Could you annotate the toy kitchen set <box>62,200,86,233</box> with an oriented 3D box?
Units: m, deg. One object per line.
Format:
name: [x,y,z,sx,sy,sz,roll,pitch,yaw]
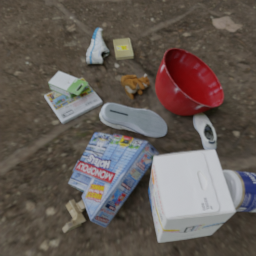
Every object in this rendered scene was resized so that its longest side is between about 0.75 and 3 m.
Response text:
toy kitchen set: [-1.767,2.684,8.837,0.730,0.661,0.810,-7,55,-53]

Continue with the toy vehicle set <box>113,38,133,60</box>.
toy vehicle set: [-0.256,-3.961,14.040,0.849,0.181,1.367,-7,55,-5]

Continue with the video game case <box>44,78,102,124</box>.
video game case: [-2.370,-1.216,12.096,1.927,0.221,1.753,-30,60,-18]

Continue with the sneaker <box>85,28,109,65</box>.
sneaker: [-1.375,-3.938,13.738,0.978,0.846,2.257,10,64,0]

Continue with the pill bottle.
pill bottle: [3.895,2.040,8.898,2.202,1.223,1.223,9,52,-22]

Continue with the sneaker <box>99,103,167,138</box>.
sneaker: [0.191,-0.290,10.881,2.732,0.967,0.998,20,74,-17]

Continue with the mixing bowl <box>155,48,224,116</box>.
mixing bowl: [2.169,-1.577,11.190,2.898,1.569,2.898,19,50,-24]

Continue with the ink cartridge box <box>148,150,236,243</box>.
ink cartridge box: [1.685,2.089,8.338,1.821,2.518,1.854,-6,56,-4]

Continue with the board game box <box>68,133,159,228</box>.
board game box: [-0.808,1.535,8.935,2.723,0.840,2.721,11,66,40]

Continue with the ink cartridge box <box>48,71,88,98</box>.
ink cartridge box: [-2.553,-1.797,12.080,1.559,0.462,0.809,23,59,16]

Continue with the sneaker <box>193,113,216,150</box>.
sneaker: [3.059,0.002,10.938,0.683,0.662,1.870,-9,51,-6]

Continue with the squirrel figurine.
squirrel figurine: [0.321,-2.009,12.287,1.116,0.846,1.196,-33,61,-24]
